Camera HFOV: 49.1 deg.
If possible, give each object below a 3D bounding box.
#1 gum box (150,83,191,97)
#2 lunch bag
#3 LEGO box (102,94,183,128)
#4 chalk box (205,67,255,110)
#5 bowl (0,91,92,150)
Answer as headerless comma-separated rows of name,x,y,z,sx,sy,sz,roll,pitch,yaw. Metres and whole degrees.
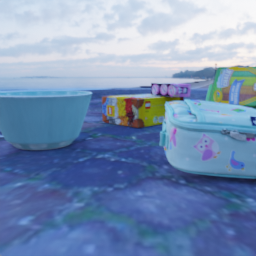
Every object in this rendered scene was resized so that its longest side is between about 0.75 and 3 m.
gum box,1.539,-1.381,10.137,0.793,0.462,1.397,-5,12,-31
lunch bag,1.622,0.074,5.314,2.072,0.996,2.583,8,12,2
LEGO box,0.585,-0.718,10.565,2.544,0.982,1.895,-10,14,-43
chalk box,4.434,-1.441,11.488,2.677,1.666,1.657,9,-10,40
bowl,-2.120,-0.235,6.927,2.478,1.296,2.478,0,9,0
